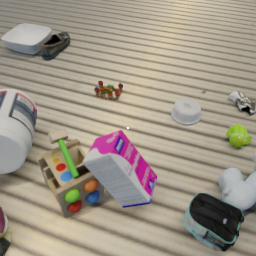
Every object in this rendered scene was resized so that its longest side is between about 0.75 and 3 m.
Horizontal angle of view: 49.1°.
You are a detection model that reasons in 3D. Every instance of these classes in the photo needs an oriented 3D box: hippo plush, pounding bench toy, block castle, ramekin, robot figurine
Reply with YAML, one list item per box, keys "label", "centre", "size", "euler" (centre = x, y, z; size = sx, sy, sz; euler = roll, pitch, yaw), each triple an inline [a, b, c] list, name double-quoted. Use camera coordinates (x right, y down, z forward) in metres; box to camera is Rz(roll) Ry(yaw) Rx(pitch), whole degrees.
- label: "hippo plush"
  centre: [3.041, 1.564, 6.728]
  size: [1.509, 1.495, 1.876]
  euler: [-24, 34, 15]
- label: "pounding bench toy"
  centre: [-1.365, 1.040, 6.650]
  size: [1.103, 1.775, 1.384]
  euler: [-25, 50, -23]
- label: "block castle"
  centre: [-0.697, -1.377, 9.970]
  size: [0.928, 0.435, 0.620]
  euler: [11, 47, 10]
- label: "ramekin"
  centre: [1.914, -0.570, 9.162]
  size: [0.969, 0.451, 0.969]
  euler: [-1, 46, 1]
- label: "robot figurine"
  centre: [3.283, 0.243, 8.350]
  size: [0.712, 0.470, 0.812]
  euler: [26, 47, -1]

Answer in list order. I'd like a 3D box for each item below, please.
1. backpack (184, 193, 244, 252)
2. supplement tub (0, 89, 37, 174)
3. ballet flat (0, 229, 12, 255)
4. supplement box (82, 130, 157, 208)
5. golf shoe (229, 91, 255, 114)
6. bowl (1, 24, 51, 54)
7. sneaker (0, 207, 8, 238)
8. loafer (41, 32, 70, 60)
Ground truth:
- label: "backpack"
  centre: [1.834, 2.063, 6.269]
  size: [1.139, 0.873, 1.001]
  euler: [31, 50, 14]
- label: "supplement tub"
  centre: [-3.260, 0.031, 7.433]
  size: [1.463, 1.463, 2.085]
  euler: [-6, 37, -6]
- label: "ballet flat"
  centre: [-3.090, 2.760, 5.843]
  size: [0.546, 0.467, 1.643]
  euler: [20, 43, 20]
- label: "supplement box"
  centre: [-0.135, 0.952, 6.296]
  size: [0.827, 1.600, 0.810]
  euler: [-20, 30, 34]
- label: "golf shoe"
  centre: [3.840, -0.864, 9.480]
  size: [0.517, 0.426, 1.095]
  euler: [-34, 53, -29]
- label: "bowl"
  centre: [-4.336, -3.846, 12.258]
  size: [1.732, 0.646, 1.729]
  euler: [13, 47, 14]
- label: "sneaker"
  centre: [-3.730, 1.536, 6.361]
  size: [1.031, 1.239, 2.751]
  euler: [-36, 48, -26]
- label: "loafer"
  centre: [-3.100, -3.727, 12.132]
  size: [0.738, 0.646, 2.055]
  euler: [12, 47, 11]
